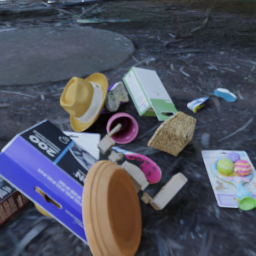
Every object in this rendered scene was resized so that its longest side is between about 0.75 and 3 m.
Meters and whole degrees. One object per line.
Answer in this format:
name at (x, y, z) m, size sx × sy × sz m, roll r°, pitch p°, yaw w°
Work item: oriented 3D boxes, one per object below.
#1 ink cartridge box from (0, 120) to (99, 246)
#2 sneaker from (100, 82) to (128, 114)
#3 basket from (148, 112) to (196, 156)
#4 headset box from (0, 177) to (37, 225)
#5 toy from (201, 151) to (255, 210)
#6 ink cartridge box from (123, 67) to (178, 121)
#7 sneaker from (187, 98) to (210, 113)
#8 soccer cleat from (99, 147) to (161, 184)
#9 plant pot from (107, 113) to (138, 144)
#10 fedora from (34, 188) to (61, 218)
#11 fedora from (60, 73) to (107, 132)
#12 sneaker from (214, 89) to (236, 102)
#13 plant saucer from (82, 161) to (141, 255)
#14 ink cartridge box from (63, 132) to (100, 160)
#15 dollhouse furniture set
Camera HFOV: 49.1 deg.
ink cartridge box at (-1.482, 1.081, 6.764) m, size 2.788 × 0.611 × 2.814 m, roll 40°, pitch 12°, yaw -7°
sneaker at (-0.981, -1.310, 12.699) m, size 1.420 × 0.992 × 2.855 m, roll -16°, pitch 12°, yaw 21°
basket at (1.494, 0.086, 9.683) m, size 1.148 × 1.542 × 1.100 m, roll 20°, pitch 59°, yaw -1°
headset box at (-3.864, 1.929, 8.002) m, size 1.545 × 0.802 × 2.076 m, roll 19°, pitch 39°, yaw 26°
toy at (3.438, 1.371, 8.997) m, size 1.599 × 0.656 × 2.778 m, roll 2°, pitch 33°, yaw 2°
ink cartridge box at (0.988, -1.217, 11.825) m, size 1.428 × 0.816 × 2.751 m, roll 0°, pitch 56°, yaw -42°
sneaker at (3.298, -1.151, 13.021) m, size 1.273 × 0.471 × 0.524 m, roll -23°, pitch 38°, yaw -32°
soccer cleat at (0.123, 1.140, 9.192) m, size 2.221 × 0.776 × 0.959 m, roll 21°, pitch 2°, yaw 21°
plant pot at (-0.280, -0.086, 10.913) m, size 1.155 × 1.155 × 1.034 m, roll -6°, pitch 19°, yaw -9°
fedora at (-1.739, 2.009, 7.935) m, size 1.835 × 0.748 × 1.835 m, roll 0°, pitch 29°, yaw 0°
fedora at (-1.943, -1.188, 11.186) m, size 1.111 × 2.724 × 2.724 m, roll 25°, pitch 18°, yaw -35°
sneaker at (4.851, -1.657, 13.814) m, size 0.465 × 0.440 × 1.151 m, roll -22°, pitch 41°, yaw -30°
plant saucer at (-0.239, 1.943, 6.495) m, size 0.459 × 2.454 × 2.454 m, roll -15°, pitch 29°, yaw 20°
ink cartridge box at (-2.068, 0.833, 9.691) m, size 2.158 × 0.473 × 2.179 m, roll 5°, pitch 28°, yaw -6°
dollhouse furniture set at (0.301, 1.094, 8.010) m, size 2.394 × 1.241 × 1.060 m, roll 44°, pitch 73°, yaw 8°
